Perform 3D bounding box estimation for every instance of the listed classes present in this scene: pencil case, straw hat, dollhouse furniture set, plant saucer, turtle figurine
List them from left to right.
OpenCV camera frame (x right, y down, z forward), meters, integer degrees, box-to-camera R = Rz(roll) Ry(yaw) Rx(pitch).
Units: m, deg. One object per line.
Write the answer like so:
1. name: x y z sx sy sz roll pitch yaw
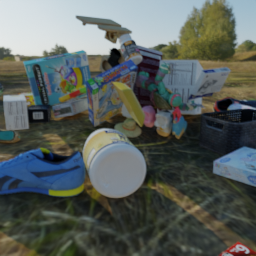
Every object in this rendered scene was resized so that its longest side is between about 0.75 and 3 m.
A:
1. dollhouse furniture set: -1.047 -3.120 11.427 1.754 2.153 2.047 -11 39 -41
2. straw hat: 0.040 -0.112 10.220 1.051 0.445 1.051 11 31 -6
3. plant saucer: 0.063 -0.776 8.269 0.306 1.263 1.263 -31 25 -4
4. turtle figurine: 1.322 -1.222 9.551 1.319 1.961 2.620 -38 29 -12
5. pencil case: 4.887 -0.477 11.618 0.856 0.784 1.886 -22 18 -5

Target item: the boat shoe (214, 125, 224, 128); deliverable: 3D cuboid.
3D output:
1. boat shoe: 3.643 -0.062 11.048 0.775 0.279 0.279 -2 12 -31

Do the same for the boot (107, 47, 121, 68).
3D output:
1. boot: -0.426 -2.577 10.753 0.341 0.922 0.756 -38 -9 -29

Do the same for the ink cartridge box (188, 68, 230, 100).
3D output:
1. ink cartridge box: 2.775 -1.452 9.607 1.233 1.236 0.251 -13 50 -29

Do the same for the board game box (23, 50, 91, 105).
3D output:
1. board game box: -3.244 -2.333 13.405 2.858 2.157 0.671 -18 30 -19

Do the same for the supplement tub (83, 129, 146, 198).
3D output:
1. supplement tub: -0.383 0.702 6.303 1.182 1.182 1.638 -4 16 -15

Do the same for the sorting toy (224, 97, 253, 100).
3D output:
1. sorting toy: 5.784 -0.829 13.532 2.612 0.906 0.900 10 -11 26

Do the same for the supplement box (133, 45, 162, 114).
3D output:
1. supplement box: 0.740 -2.038 12.571 1.578 2.899 0.883 3 -6 -39

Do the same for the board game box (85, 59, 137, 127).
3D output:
1. board game box: -0.646 -1.220 10.583 1.839 0.468 2.717 -31 -19 -17

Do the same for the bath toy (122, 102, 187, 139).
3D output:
1. bath toy: 0.895 -0.384 10.192 2.393 1.041 0.885 23 35 25

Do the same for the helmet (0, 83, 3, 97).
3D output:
1. helmet: -8.812 -2.488 17.955 1.527 1.527 1.456 -10 36 -33

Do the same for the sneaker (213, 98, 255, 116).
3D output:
1. sneaker: 5.050 -0.965 12.771 2.273 0.852 0.961 -3 -19 18

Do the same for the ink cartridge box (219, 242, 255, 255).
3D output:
1. ink cartridge box: 1.417 1.896 3.386 0.892 0.374 0.783 -11 19 -37

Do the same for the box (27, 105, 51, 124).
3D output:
1. box: -3.943 -0.636 12.475 0.876 0.632 1.180 -2 15 -9

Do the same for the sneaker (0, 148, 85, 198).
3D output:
1. sneaker: -2.234 0.862 6.081 2.659 1.042 0.876 0 17 6

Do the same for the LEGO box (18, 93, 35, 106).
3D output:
1. LEGO box: -5.549 -1.724 16.596 1.646 0.635 1.226 -9 17 -32

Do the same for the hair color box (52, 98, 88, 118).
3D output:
1. hair color box: -2.688 -0.961 13.380 0.955 0.585 1.929 -10 9 16

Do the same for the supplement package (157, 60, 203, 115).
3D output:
1. supplement package: 2.359 -1.671 12.269 1.524 2.140 2.748 5 5 20

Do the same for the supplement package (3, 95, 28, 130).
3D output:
1. supplement package: -4.625 -0.669 11.515 0.840 1.180 1.515 -6 17 -23

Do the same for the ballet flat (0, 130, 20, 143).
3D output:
1. ballet flat: -4.359 0.285 9.520 1.559 0.550 0.509 8 -10 18

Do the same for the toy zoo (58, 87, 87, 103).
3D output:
1. toy zoo: -2.395 -1.472 12.665 1.706 0.175 1.120 -21 1 10

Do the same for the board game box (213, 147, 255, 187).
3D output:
1. board game box: 3.266 0.975 6.889 1.673 0.363 1.665 -13 20 -41

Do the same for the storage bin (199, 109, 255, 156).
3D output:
1. storage bin: 3.561 0.094 8.905 2.277 1.068 1.540 -6 16 -26

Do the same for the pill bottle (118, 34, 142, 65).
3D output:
1. pill bottle: 0.055 -2.835 10.217 0.615 1.056 0.615 -21 -13 -5
